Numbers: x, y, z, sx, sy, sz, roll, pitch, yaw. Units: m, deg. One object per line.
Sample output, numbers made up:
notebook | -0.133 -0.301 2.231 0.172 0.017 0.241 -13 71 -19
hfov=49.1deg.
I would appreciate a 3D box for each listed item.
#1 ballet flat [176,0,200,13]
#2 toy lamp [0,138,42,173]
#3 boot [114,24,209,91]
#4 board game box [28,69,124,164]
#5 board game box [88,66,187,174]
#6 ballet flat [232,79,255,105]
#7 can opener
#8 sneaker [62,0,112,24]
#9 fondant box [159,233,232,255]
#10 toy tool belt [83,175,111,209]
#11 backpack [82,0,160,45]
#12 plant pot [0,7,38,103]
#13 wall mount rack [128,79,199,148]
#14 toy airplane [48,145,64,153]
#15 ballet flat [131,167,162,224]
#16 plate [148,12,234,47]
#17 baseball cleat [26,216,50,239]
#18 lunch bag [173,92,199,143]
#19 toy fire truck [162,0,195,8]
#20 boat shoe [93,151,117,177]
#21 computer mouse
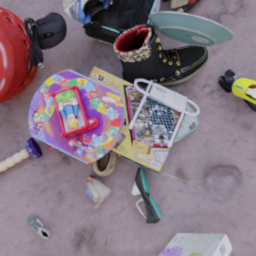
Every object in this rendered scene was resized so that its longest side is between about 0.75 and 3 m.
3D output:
ballet flat | 2.058 -4.212 9.317 1.366 0.454 0.388 -44 111 -10
toy lamp | -3.704 1.194 7.988 2.509 0.730 0.730 -30 79 -3
boot | 1.006 -2.061 7.887 2.787 2.105 1.006 -21 66 3
board game box | -1.336 -0.363 6.825 2.485 0.484 1.963 26 86 9
board game box | -0.061 -0.211 7.658 2.823 0.488 1.912 25 81 -1
ballet flat | 4.026 -0.897 8.151 2.130 0.714 0.712 14 104 -16
can opener | 3.532 -1.161 8.679 1.599 0.629 0.507 42 66 1
sneaker | -0.649 -3.545 7.179 2.194 0.845 0.934 -47 63 11
fondant box | 1.640 3.132 6.989 1.093 1.515 0.441 -27 94 -47
toy tool belt | -0.974 1.771 7.800 0.629 1.007 0.619 33 86 -35
backpack | -0.097 -3.679 8.506 2.122 1.851 2.414 19 86 9
plant pot | -3.947 -1.807 7.281 2.799 2.549 2.799 -3 111 -7
wall mount rack | 0.875 -0.464 7.492 1.923 0.717 1.671 25 44 -1
toy airplane | -2.006 0.318 8.486 0.960 0.177 0.960 -1 78 4
ballet flat | 0.414 1.906 7.804 0.545 0.542 1.595 -24 70 9
plate | 1.581 -2.492 7.345 2.258 2.258 0.289 16 97 4
baseball cleat | -2.495 2.753 7.797 0.863 0.459 0.301 38 67 3
lunch bag | 1.371 -0.291 8.440 1.111 0.534 1.386 -33 79 -7
toy fire truck | 1.489 -4.434 8.105 1.434 1.962 2.229 -18 39 -3
boat shoe | -0.568 0.216 8.202 0.849 0.768 2.382 4 77 1
computer mouse | -2.050 -2.485 7.466 0.481 1.264 1.826 10 39 10
